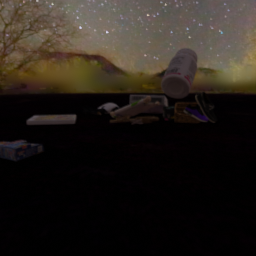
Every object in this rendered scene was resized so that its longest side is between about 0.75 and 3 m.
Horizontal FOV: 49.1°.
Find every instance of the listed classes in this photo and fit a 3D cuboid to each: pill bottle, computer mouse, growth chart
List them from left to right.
[{"bbox_3d":[-1.392,-1.150,16.552,1.389,0.556,2.533,4,10,31],"label":"computer mouse"},{"bbox_3d":[0.268,-0.695,10.790,1.839,0.225,2.541,-21,-5,15],"label":"growth chart"},{"bbox_3d":[2.108,-2.217,11.158,1.139,1.139,2.010,4,48,26],"label":"pill bottle"}]

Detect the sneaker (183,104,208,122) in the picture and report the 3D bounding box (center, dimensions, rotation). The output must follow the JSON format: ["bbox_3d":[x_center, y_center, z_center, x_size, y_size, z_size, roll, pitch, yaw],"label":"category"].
[{"bbox_3d":[2.796,-0.627,11.224,1.042,0.518,0.362,26,20,1],"label":"sneaker"}]

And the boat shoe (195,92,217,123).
[{"bbox_3d":[3.394,-0.870,11.911,0.501,1.394,0.471,-27,-4,-45],"label":"boat shoe"}]

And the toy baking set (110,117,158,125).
[{"bbox_3d":[0.335,-0.259,11.418,2.372,0.276,1.820,-2,5,36],"label":"toy baking set"}]

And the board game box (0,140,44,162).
[{"bbox_3d":[-2.827,0.512,6.940,1.022,0.316,1.023,4,10,19],"label":"board game box"}]

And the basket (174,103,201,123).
[{"bbox_3d":[2.689,-0.692,12.693,1.177,0.877,0.840,3,10,13],"label":"basket"}]

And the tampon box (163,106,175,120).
[{"bbox_3d":[2.059,-0.713,13.683,0.671,0.565,0.895,0,13,2],"label":"tampon box"}]

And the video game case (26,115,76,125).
[{"bbox_3d":[-3.421,-0.384,12.793,2.004,0.229,1.824,-1,9,-9],"label":"video game case"}]

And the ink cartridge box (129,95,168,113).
[{"bbox_3d":[1.261,-1.279,15.430,1.874,0.658,2.306,3,-4,17],"label":"ink cartridge box"}]
